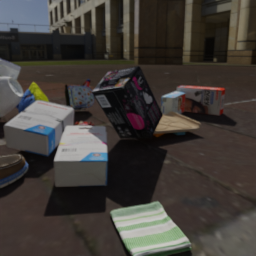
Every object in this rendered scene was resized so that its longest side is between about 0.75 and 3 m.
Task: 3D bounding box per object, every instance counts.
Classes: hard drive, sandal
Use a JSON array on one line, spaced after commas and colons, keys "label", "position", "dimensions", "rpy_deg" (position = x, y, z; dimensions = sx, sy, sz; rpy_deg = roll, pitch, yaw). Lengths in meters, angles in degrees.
[{"label": "hard drive", "position": [-5.810, -1.932, 11.901], "dimensions": [1.710, 2.591, 0.329], "rpy_deg": [20, 44, -25]}, {"label": "sandal", "position": [-3.886, -0.857, 11.448], "dimensions": [1.290, 1.178, 2.964], "rpy_deg": [-37, 29, -7]}]

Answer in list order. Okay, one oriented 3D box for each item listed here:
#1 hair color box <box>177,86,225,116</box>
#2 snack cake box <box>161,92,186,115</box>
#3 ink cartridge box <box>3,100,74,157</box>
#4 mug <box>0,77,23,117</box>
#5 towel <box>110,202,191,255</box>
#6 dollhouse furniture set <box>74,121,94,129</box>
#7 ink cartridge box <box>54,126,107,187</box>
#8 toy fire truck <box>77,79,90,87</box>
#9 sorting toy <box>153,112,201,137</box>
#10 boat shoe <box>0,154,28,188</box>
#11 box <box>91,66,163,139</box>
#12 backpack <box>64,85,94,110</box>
[{"label": "hair color box", "position": [3.172, -1.238, 12.410], "dimensions": [1.986, 1.101, 0.635], "rpy_deg": [9, 18, 32]}, {"label": "snack cake box", "position": [1.931, -0.993, 11.917], "dimensions": [0.523, 0.896, 1.558], "rpy_deg": [9, 18, 29]}, {"label": "ink cartridge box", "position": [-2.450, -0.049, 7.975], "dimensions": [1.255, 0.736, 1.714], "rpy_deg": [12, 29, 8]}, {"label": "mug", "position": [-4.853, -1.200, 10.790], "dimensions": [1.632, 1.374, 1.861], "rpy_deg": [-26, 3, 11]}, {"label": "towel", "position": [0.309, 1.565, 4.389], "dimensions": [0.931, 0.143, 1.220], "rpy_deg": [-6, 17, -16]}, {"label": "dollhouse furniture set", "position": [-1.454, -0.085, 9.679], "dimensions": [0.505, 0.382, 0.938], "rpy_deg": [2, 16, 9]}, {"label": "ink cartridge box", "position": [-1.036, 0.582, 6.541], "dimensions": [1.083, 0.638, 1.881], "rpy_deg": [1, 23, -5]}, {"label": "toy fire truck", "position": [-2.328, -2.033, 14.734], "dimensions": [0.689, 1.032, 1.229], "rpy_deg": [34, 30, -21]}, {"label": "sorting toy", "position": [0.918, -0.208, 10.078], "dimensions": [2.102, 0.419, 2.844], "rpy_deg": [-8, 20, -24]}, {"label": "boat shoe", "position": [-3.316, 0.809, 5.555], "dimensions": [2.591, 0.938, 0.936], "rpy_deg": [-13, 20, -37]}, {"label": "box", "position": [0.026, -0.702, 8.335], "dimensions": [1.245, 1.884, 1.081], "rpy_deg": [-1, 42, 38]}, {"label": "backpack", "position": [-2.126, -1.363, 12.473], "dimensions": [1.192, 1.251, 0.964], "rpy_deg": [-6, 1, -38]}]
